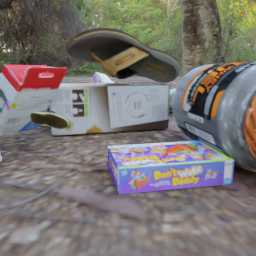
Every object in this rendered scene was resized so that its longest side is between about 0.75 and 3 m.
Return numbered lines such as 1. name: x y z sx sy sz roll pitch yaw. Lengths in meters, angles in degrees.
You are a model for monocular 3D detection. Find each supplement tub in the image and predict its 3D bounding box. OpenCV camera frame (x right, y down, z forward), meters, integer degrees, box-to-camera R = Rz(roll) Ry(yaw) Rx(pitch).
1. supplement tub: 1.841 -0.263 4.547 1.592 1.592 2.598 -2 11 -11

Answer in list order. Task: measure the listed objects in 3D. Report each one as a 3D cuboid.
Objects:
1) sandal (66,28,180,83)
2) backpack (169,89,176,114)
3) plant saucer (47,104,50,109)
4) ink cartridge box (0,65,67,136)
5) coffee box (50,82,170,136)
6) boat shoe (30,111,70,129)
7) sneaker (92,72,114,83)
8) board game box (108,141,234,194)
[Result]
1. sandal: -0.033 -1.405 6.185 2.655 0.725 1.085 16 -28 -25
2. backpack: 1.516 -0.921 9.079 0.863 0.655 1.034 -42 16 -22
3. plant saucer: -3.229 -1.024 10.098 2.954 0.405 2.954 8 9 -1
4. ink cartridge box: -1.943 -0.647 5.289 0.548 1.630 0.947 47 30 16
5. coffee box: -0.537 -0.567 7.099 2.802 1.117 1.602 -3 13 -15
6. boat shoe: -1.376 -0.186 5.035 0.805 0.295 0.261 12 33 19
7. sneaker: -0.580 -1.310 9.562 1.328 0.998 2.667 1 3 -6
8. board game box: 0.532 0.510 3.990 1.526 0.342 1.026 -3 12 -12
